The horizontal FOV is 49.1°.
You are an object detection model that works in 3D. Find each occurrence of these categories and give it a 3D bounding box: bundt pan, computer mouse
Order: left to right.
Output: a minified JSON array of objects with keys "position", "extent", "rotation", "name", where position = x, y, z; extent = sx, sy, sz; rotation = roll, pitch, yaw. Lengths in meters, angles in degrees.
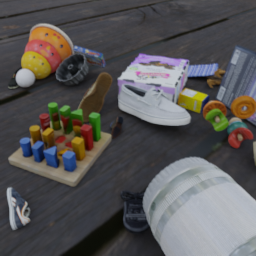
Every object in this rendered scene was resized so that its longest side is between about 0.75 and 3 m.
[{"position":[-2.315,-2.438,12.034],"extent":[1.549,0.581,1.549],"rotation":[-17,52,22],"name":"bundt pan"},{"position":[0.240,1.995,6.506],"extent":[0.965,0.367,1.393],"rotation":[1,24,4],"name":"computer mouse"}]

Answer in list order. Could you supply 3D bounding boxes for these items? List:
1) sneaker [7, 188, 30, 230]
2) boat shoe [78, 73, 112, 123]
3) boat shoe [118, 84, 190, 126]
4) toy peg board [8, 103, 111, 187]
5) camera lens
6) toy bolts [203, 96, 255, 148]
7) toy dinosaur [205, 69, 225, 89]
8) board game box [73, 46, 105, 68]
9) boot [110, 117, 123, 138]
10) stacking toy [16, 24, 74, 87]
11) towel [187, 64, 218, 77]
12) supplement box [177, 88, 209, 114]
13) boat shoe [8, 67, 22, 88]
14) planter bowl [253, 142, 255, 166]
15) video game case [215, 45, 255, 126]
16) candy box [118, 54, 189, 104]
[{"position":[-2.571,1.847,6.609],"extent":[0.430,0.425,1.083],"rotation":[-17,50,-15],"name":"sneaker"},{"position":[-1.261,-1.063,10.096],"extent":[0.719,0.718,1.994],"rotation":[30,75,-19],"name":"boat shoe"},{"position":[0.834,-0.879,9.597],"extent":[1.056,1.005,2.932],"rotation":[-17,30,-37],"name":"boat shoe"},{"position":[-1.976,0.274,8.214],"extent":[2.237,1.094,2.228],"rotation":[14,38,19],"name":"toy peg board"},{"position":[1.571,1.945,5.167],"extent":[1.930,1.930,2.413],"rotation":[-15,37,-20],"name":"camera lens"},{"position":[3.260,-0.366,8.631],"extent":[1.510,1.581,1.096],"rotation":[-33,21,25],"name":"toy bolts"},{"position":[3.901,-2.173,12.138],"extent":[2.759,0.833,1.465],"rotation":[18,20,38],"name":"toy dinosaur"},{"position":[-1.701,-3.127,12.378],"extent":[1.312,0.888,0.226],"rotation":[18,76,10],"name":"board game box"},{"position":[-0.432,0.031,9.311],"extent":[0.309,0.401,0.827],"rotation":[35,58,-21],"name":"boot"},{"position":[-3.897,-2.873,12.351],"extent":[2.189,2.189,2.995],"rotation":[11,56,15],"name":"stacking toy"},{"position":[3.199,-2.615,12.722],"extent":[1.587,0.189,1.149],"rotation":[1,34,25],"name":"towel"},{"position":[2.429,-1.009,10.452],"extent":[1.000,0.548,0.544],"rotation":[24,42,28],"name":"supplement box"},{"position":[-4.846,-2.180,12.201],"extent":[0.525,0.450,1.435],"rotation":[5,37,5],"name":"boat shoe"},{"position":[3.867,0.709,7.697],"extent":[0.755,1.121,1.121],"rotation":[-6,31,26],"name":"planter bowl"},{"position":[4.348,-1.293,9.464],"extent":[0.284,2.137,2.992],"rotation":[-4,33,-29],"name":"video game case"},{"position":[1.096,-1.989,11.456],"extent":[2.264,0.965,2.699],"rotation":[12,37,16],"name":"candy box"}]
